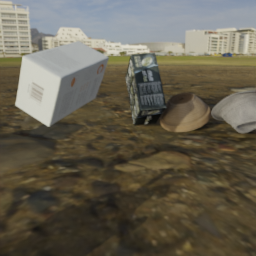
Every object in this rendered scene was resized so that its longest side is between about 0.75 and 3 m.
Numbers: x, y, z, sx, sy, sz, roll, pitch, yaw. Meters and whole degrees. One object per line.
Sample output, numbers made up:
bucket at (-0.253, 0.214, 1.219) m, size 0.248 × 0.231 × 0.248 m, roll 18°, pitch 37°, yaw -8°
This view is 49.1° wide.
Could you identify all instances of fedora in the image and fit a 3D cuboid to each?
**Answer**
fedora at (3.808, -0.408, 9.092) m, size 1.982 × 0.895 × 1.753 m, roll 2°, pitch -31°, yaw -33°

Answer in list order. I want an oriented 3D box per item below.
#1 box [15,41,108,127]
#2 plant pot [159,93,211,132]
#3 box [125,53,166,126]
box at (-1.464, -1.102, 6.480) m, size 0.967 × 1.234 × 1.984 m, roll 31°, pitch 34°, yaw 10°
plant pot at (2.086, -0.729, 10.633) m, size 1.938 × 0.895 × 1.938 m, roll -14°, pitch 30°, yaw 8°
box at (0.575, -1.344, 10.152) m, size 0.907 × 2.106 × 1.725 m, roll -7°, pitch -17°, yaw -9°
